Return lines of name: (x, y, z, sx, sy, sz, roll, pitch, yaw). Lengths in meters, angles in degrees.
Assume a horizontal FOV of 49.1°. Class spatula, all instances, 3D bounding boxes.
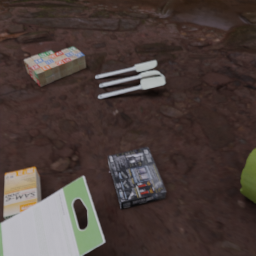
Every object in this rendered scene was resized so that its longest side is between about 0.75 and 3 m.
spatula: (0.012, -1.994, 11.553, 2.747, 0.221, 1.910, -13, 48, 1)

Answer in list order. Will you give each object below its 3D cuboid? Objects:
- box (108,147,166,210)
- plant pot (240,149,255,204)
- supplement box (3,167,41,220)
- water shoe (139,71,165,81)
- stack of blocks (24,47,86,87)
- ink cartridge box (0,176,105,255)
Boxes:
box: (0.214, 1.443, 8.347, 1.335, 0.421, 1.693, -12, 48, -10)
plant pot: (4.465, 1.484, 6.987, 2.737, 2.882, 2.882, 25, 50, 39)
supplement box: (-2.956, 1.872, 7.872, 0.893, 0.521, 1.417, -12, 47, -11)
water shoe: (0.976, -2.070, 11.827, 1.215, 0.434, 0.479, 21, 54, 31)
stack of blocks: (-3.184, -2.809, 12.325, 2.280, 0.668, 1.313, -29, 52, -25)
ink cartridge box: (-1.784, 2.542, 6.573, 2.535, 0.608, 1.844, -29, 49, 1)
